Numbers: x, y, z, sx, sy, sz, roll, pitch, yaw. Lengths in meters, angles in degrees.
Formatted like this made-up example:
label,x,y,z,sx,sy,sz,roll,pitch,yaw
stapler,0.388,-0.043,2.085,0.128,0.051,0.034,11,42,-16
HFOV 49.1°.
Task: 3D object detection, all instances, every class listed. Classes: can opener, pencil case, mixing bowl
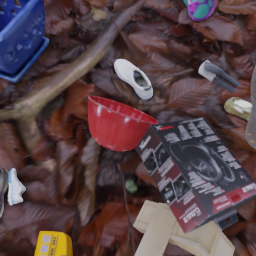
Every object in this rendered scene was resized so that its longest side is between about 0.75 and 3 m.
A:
label,x,y,z,sx,sy,sz,roll,pitch,yaw
can opener,2.151,-1.143,6.471,1.263,0.337,0.422,23,20,-30
pencil case,2.513,-5.427,11.044,1.117,1.029,2.418,0,57,-28
mixing bowl,-0.293,-0.033,7.813,2.024,2.024,1.096,23,102,12

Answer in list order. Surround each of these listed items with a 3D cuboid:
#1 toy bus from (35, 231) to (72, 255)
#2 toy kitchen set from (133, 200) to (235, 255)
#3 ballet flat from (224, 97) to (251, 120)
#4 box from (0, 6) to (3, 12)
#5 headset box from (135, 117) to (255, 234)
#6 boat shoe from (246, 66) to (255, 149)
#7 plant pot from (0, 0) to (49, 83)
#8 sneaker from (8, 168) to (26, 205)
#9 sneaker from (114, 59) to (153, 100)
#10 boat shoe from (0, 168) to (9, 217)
label,x,y,z,sx,sy,sz,roll,pitch,yaw
toy bus,-1.764,3.509,6.326,0.834,0.693,2.130,4,61,2
toy kitchen set,1.161,2.929,6.678,1.845,1.664,1.505,0,50,47
ballet flat,3.859,-0.484,8.592,1.751,0.619,0.619,23,64,12
box,-5.413,-4.333,10.227,0.412,1.424,1.791,16,62,8
headset box,1.316,0.847,5.217,1.518,0.788,2.040,-10,57,-35
boat shoe,2.638,-0.630,4.944,0.812,2.143,0.769,27,36,35
plant pot,-4.140,-3.016,9.053,2.456,2.208,2.456,22,64,11
sneaker,-3.015,1.575,7.626,0.430,0.372,0.992,-7,70,-11
sneaker,0.203,-1.764,9.249,0.675,0.654,1.848,-35,67,-18
boat shoe,-3.554,1.797,7.372,0.569,0.513,1.583,5,61,3
